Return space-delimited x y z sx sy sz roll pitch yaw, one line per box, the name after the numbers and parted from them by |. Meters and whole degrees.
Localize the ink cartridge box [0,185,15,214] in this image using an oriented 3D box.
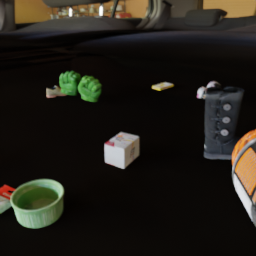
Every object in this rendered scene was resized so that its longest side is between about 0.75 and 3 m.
-2.722 1.467 5.875 0.715 0.221 0.881 13 30 26 | ink cartridge box

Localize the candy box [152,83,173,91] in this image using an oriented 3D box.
1.725 -2.061 13.916 1.037 0.137 0.530 -21 34 -38 | candy box

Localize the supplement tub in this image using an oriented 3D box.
2.868 1.146 4.726 1.732 1.732 2.827 1 24 2 | supplement tub

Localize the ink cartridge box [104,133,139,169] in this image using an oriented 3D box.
-0.149 0.577 7.409 0.596 0.593 0.820 13 27 27 | ink cartridge box

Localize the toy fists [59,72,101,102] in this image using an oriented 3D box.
-2.019 -1.757 11.671 1.896 0.966 0.652 18 20 15 | toy fists

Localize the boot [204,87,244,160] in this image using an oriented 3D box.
2.630 -0.120 6.900 1.514 1.836 0.603 -4 24 4 | boot

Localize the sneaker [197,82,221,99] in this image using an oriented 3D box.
3.687 -1.518 12.317 1.578 0.634 0.681 -29 49 -36 | sneaker

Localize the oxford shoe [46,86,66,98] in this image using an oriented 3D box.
-3.124 -1.681 12.692 1.177 0.435 0.417 -19 30 -36 | oxford shoe

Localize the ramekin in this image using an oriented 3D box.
-1.742 1.488 5.488 0.984 0.480 0.984 0 24 0 | ramekin
